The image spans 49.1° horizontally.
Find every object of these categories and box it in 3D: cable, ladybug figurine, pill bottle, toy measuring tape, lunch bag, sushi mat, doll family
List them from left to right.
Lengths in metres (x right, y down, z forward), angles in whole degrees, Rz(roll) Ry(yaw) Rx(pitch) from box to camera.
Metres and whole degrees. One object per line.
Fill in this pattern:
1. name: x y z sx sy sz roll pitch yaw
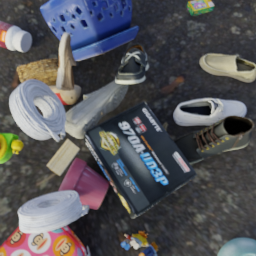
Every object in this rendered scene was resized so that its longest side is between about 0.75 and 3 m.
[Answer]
1. toy measuring tape: -4.614 0.649 8.868 2.706 0.995 0.995 1 65 9
2. pill bottle: -5.011 -3.794 11.592 1.803 0.988 0.988 20 67 9
3. lunch bag: -2.539 4.068 7.830 2.507 1.166 2.846 40 71 17
4. cable: -2.499 -0.506 7.932 0.598 1.727 1.728 -29 37 24
5. cable: -2.020 2.162 7.314 1.622 1.622 0.561 -6 97 25
6. ladybug figurine: -2.583 -1.166 10.251 1.919 1.302 0.690 -1 95 29
7. sushi mat: -1.803 0.822 7.800 0.461 0.058 0.964 41 65 -14
8. doll family: 0.507 3.559 8.299 1.384 0.859 0.624 45 105 18

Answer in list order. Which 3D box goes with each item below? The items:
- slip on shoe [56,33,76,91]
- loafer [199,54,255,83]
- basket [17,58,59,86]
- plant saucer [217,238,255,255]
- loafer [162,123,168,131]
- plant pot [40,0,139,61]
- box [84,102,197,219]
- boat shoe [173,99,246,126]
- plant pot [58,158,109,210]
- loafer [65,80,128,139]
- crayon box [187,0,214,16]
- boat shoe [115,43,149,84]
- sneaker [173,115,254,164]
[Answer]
1. slip on shoe: -1.720 -1.868 8.032 0.489 0.613 1.613 8 93 -2
2. loafer: 4.018 -2.518 11.104 2.299 0.785 0.870 16 66 7
3. basket: -3.438 -2.281 10.815 1.563 1.116 1.165 -17 67 -8
4. plant saucer: 3.578 4.243 8.204 1.950 0.375 1.950 0 64 0
5. loafer: 1.262 0.206 10.120 0.287 0.323 0.851 25 77 10
6. plant pot: -1.277 -3.968 10.443 2.553 2.553 2.296 -37 114 -37
7. box: 0.334 0.927 8.886 2.381 0.689 2.995 -28 73 -20
8. boat shoe: 3.039 -0.601 10.155 2.724 0.890 1.002 -9 65 -4
9. plant pot: -1.369 1.865 8.808 1.309 1.463 1.463 26 67 -4
10. loafer: -1.092 -0.882 9.634 1.036 1.038 2.968 33 56 19
11. crayon box: 3.292 -5.541 12.773 1.057 0.308 0.628 -18 66 -8
12. boat shoe: 0.118 -2.216 9.693 1.055 0.994 2.939 0 28 11
13. sneaker: 2.520 0.327 9.132 2.925 1.554 1.094 -18 67 10
